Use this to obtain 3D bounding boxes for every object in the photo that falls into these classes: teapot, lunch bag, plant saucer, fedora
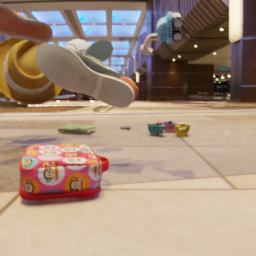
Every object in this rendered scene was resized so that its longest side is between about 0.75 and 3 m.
[{"bbox_3d":[-2.240,-3.072,11.802,1.463,1.483,1.083,45,24,18],"label":"teapot"},{"bbox_3d":[-1.289,0.812,5.875,1.769,0.823,2.008,-2,8,-14],"label":"lunch bag"},{"bbox_3d":[-0.979,-2.542,9.240,0.991,0.191,0.991,-21,-28,-12],"label":"plant saucer"},{"bbox_3d":[-3.582,-2.376,10.390,3.001,3.001,1.224,-5,-16,-31],"label":"fedora"}]

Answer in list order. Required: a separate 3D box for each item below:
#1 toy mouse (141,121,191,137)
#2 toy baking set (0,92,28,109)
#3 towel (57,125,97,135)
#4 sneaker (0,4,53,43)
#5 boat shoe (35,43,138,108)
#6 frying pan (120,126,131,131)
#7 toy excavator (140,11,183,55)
[{"bbox_3d":[1.650,0.021,12.748,2.382,0.519,2.680,4,8,22],"label":"toy mouse"},{"bbox_3d":[-4.719,-1.341,11.071,2.571,0.299,1.973,5,35,-29],"label":"toy baking set"},{"bbox_3d":[-2.375,0.083,13.169,1.618,0.295,1.200,3,9,15],"label":"towel"},{"bbox_3d":[-3.420,-3.003,8.174,0.920,0.821,2.302,21,9,41],"label":"sneaker"},{"bbox_3d":[-1.024,-1.362,7.200,2.777,0.989,0.869,25,25,3],"label":"boat shoe"},{"bbox_3d":[-0.165,0.019,14.241,0.597,0.161,0.987,1,5,8],"label":"frying pan"},{"bbox_3d":[0.781,-2.229,6.651,1.010,0.983,0.505,1,43,9],"label":"toy excavator"}]
